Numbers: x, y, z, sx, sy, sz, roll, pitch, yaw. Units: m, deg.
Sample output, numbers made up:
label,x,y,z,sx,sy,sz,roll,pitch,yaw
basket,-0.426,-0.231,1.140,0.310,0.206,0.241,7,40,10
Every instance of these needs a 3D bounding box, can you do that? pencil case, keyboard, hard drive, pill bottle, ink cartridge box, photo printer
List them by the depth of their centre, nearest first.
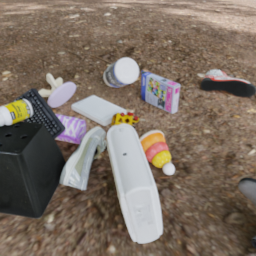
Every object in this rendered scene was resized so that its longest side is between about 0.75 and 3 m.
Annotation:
label,x,y,z,sx,sy,sz,roll,pitch,yaw
photo printer,0.107,1.306,7.348,0.903,2.164,2.601,-15,38,-3
pill bottle,-3.294,-0.411,7.968,0.562,0.562,1.000,24,37,31
keyboard,-3.366,-0.299,9.898,1.450,0.310,2.414,-41,62,-4
pencil case,-2.762,-0.002,10.434,2.367,0.993,1.012,7,31,9
hard drive,-1.291,-0.797,12.270,2.062,0.275,1.360,26,41,34
ink cartridge box,1.279,-1.646,12.596,0.468,1.331,2.230,-27,43,-34
pill bottle,-0.424,-2.586,13.519,1.193,1.193,2.096,-15,6,-21

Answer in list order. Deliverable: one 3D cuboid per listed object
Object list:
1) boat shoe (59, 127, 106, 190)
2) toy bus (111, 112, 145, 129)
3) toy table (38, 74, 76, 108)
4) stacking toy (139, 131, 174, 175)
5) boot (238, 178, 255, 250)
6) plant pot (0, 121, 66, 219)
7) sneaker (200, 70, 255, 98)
label,x,y,z,sx,sy,sz,roll,pitch,yaw
boat shoe,-1.255,0.930,9.057,0.863,0.991,2.690,23,33,4
toy bus,-0.074,-0.188,10.979,1.193,1.126,0.617,4,77,25
toy table,-3.284,-1.687,12.775,0.936,1.469,1.599,34,41,16
stacking toy,1.009,0.922,9.174,1.106,1.106,1.513,-15,49,-22
boot,3.298,2.233,6.662,2.069,0.722,1.362,38,64,26
plant pot,-3.260,0.985,8.120,2.194,1.946,2.189,5,33,9
sneaker,5.037,-2.306,14.000,2.614,0.873,1.401,11,38,20
